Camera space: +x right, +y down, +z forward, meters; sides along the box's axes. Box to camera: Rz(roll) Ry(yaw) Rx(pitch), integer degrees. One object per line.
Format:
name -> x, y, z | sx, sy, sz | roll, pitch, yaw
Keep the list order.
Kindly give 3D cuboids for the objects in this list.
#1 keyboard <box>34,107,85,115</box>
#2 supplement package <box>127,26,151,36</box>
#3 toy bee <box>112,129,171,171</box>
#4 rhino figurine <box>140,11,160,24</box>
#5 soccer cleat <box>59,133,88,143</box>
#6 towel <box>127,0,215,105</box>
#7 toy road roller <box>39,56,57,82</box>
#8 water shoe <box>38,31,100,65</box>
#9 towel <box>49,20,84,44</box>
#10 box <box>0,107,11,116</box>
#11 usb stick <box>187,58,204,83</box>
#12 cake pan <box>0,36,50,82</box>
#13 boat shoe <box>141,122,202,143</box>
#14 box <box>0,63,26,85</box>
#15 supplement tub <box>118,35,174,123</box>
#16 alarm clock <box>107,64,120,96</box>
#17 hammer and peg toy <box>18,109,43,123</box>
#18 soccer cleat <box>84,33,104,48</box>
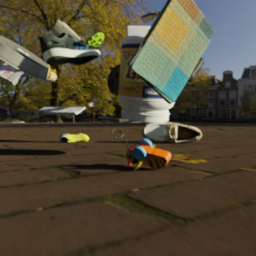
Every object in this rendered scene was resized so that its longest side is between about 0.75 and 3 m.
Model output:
keyboard -> -2.945, -0.730, 11.948 | 2.377, 0.127, 0.669 | 3, 23, 29
supplement package -> 0.500, -2.979, 11.339 | 1.120, 1.909, 1.116 | -1, -17, -5
toy bee -> 0.305, 0.652, 6.945 | 0.979, 0.813, 1.496 | -21, 47, -35
rhino figurine -> 0.725, -3.352, 8.437 | 0.371, 0.254, 0.849 | -14, 9, -42
soccer cleat -> -2.572, 0.551, 13.248 | 1.375, 0.445, 0.575 | 4, 33, 5
towel -> 1.040, -1.806, 6.320 | 1.592, 2.172, 0.236 | 36, -9, -36
toy road roller -> -3.337, -2.291, 11.122 | 0.738, 1.010, 0.621 | -17, -8, 18
water shoe -> -1.772, -2.601, 8.975 | 0.879, 0.970, 2.458 | -19, 3, 29
towel -> -2.534, -3.269, 10.691 | 1.255, 1.208, 0.217 | 39, 15, -23
box -> -5.516, -0.811, 11.792 | 0.990, 0.179, 0.708 | 20, 4, -42
usb stick -> 2.044, -1.920, 9.075 | 0.544, 0.320, 1.961 | 19, 34, 16
cake pan -> -2.711, -1.775, 7.040 | 1.738, 0.319, 1.738 | 33, 9, -6
boat shoe -> 2.041, 0.186, 13.037 | 2.768, 1.034, 0.947 | 1, -3, -5
box -> -4.631, -2.178, 11.079 | 1.012, 0.789, 0.208 | 27, -29, 19
supplement tub -> 0.629, -1.548, 8.988 | 1.843, 2.552, 1.843 | 3, 11, -1
alarm clock -> -0.278, -2.050, 12.947 | 0.718, 2.156, 1.455 | 7, -44, -45
hammer and peg toy -> -3.452, -0.435, 10.016 | 0.578, 0.277, 0.785 | 15, 24, 36
soccer cleat -> -1.540, -3.227, 10.924 | 0.476, 1.409, 0.571 | 40, 17, -36
